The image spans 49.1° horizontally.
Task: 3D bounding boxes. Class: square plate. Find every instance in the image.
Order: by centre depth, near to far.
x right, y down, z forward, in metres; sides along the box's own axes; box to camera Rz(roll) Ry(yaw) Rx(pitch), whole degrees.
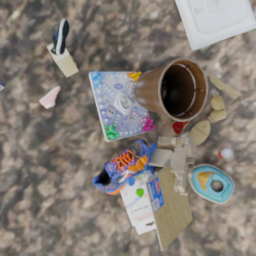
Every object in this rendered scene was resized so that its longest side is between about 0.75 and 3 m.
[{"bbox_3d":[3.563,-5.062,11.490,2.906,0.417,2.933,-20,94,1],"label":"square plate"}]

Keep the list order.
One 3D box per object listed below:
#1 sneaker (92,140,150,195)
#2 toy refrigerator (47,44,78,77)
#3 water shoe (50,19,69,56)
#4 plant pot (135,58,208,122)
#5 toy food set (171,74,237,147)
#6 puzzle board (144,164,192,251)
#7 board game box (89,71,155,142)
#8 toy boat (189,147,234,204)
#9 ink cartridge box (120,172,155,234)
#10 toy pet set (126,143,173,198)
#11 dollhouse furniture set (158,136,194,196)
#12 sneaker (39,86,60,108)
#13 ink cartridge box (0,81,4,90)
[{"bbox_3d":[-0.246,1.397,9.646,2.642,1.036,0.995,-51,48,23],"label":"sneaker"},{"bbox_3d":[-2.450,-2.637,10.789,0.633,1.810,0.687,-29,83,-4],"label":"toy refrigerator"},{"bbox_3d":[-2.226,-2.918,8.943,0.467,0.423,1.184,10,87,20],"label":"water shoe"},{"bbox_3d":[1.408,-1.352,10.252,2.105,2.084,2.105,-3,97,-28],"label":"plant pot"},{"bbox_3d":[2.825,-0.628,11.290,1.868,0.463,2.938,44,93,5],"label":"toy food set"},{"bbox_3d":[1.391,2.527,9.446,1.868,0.216,2.479,-27,108,-41],"label":"puzzle board"},{"bbox_3d":[-0.115,-0.920,10.374,2.480,0.321,2.480,-11,85,-46],"label":"board game box"},{"bbox_3d":[3.330,1.703,10.686,1.787,0.988,2.126,26,83,9],"label":"toy boat"},{"bbox_3d":[0.552,2.821,10.647,1.332,0.766,2.275,-21,81,-1],"label":"ink cartridge box"},{"bbox_3d":[0.635,1.599,9.715,2.212,1.258,2.369,-56,128,-30],"label":"toy pet set"},{"bbox_3d":[1.495,1.514,9.568,1.186,2.071,2.428,1,45,20],"label":"dollhouse furniture set"},{"bbox_3d":[-3.030,-1.197,11.306,1.025,0.386,0.536,-39,98,1],"label":"sneaker"},{"bbox_3d":[-6.104,-1.545,10.577,2.898,1.977,1.106,-36,90,-4],"label":"ink cartridge box"}]
